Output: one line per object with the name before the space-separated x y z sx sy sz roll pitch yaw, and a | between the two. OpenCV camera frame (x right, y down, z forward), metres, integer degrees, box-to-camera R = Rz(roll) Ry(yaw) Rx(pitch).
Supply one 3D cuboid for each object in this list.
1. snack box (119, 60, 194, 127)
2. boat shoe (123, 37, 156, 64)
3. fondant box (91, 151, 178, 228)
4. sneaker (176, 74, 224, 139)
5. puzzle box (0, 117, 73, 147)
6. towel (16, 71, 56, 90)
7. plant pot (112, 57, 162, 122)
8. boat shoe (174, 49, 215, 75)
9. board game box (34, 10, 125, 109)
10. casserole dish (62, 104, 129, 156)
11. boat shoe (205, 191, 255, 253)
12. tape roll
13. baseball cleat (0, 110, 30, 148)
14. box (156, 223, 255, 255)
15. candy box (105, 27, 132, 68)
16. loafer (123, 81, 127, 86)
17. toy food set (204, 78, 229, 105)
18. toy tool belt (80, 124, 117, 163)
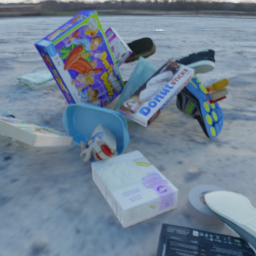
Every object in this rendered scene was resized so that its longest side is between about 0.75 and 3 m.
snack box | 0.852 -1.036 7.792 0.888 0.300 2.471 29 57 23
boat shoe | -0.126 -2.806 10.757 2.413 0.868 0.820 -3 -6 15
fondant box | 0.085 1.277 6.349 1.292 0.522 1.791 -13 31 -24
sneaker | 2.208 -0.721 9.136 0.880 1.028 2.481 -14 65 -33
puzzle box | -2.410 0.095 7.022 1.425 0.272 2.141 21 0 9
towel | -4.240 -2.388 13.629 1.576 0.443 1.842 22 34 35
plant pot | 0.536 -1.093 9.606 1.478 2.207 2.207 28 28 -5
boat shoe | 2.066 -2.189 9.770 2.154 0.650 0.815 -1 -19 44
board game box | -1.385 -1.903 9.126 0.671 2.996 2.014 25 60 40
casserole dish | -0.873 -0.009 7.950 2.231 1.351 0.433 13 30 24
boat shoe | 1.965 1.671 4.857 0.733 0.622 2.013 -11 10 -14
tape roll | 1.731 1.615 5.917 0.942 0.311 0.942 -1 28 0
baseball cleat | -3.559 -0.048 8.455 2.103 0.733 1.119 11 57 20
box | 1.467 2.411 4.055 2.268 0.579 1.789 6 27 11
candy box | -0.521 -2.889 10.136 1.226 0.836 0.374 56 27 17
loafer | -0.386 -1.930 12.634 0.534 0.522 1.464 21 34 35
toy food set | 2.332 -1.011 7.862 0.584 0.620 1.298 -23 10 -2
toy tool belt | -0.809 0.605 7.332 0.930 0.945 1.513 -42 16 14
